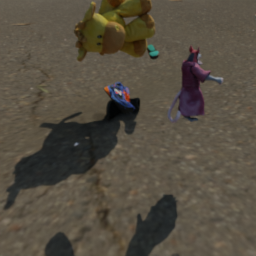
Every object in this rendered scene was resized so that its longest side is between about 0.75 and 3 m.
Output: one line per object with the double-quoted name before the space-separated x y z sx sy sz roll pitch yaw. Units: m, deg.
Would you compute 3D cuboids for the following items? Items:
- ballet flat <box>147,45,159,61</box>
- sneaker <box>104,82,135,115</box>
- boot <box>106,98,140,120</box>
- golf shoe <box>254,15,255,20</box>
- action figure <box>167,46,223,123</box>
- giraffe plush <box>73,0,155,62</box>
"ballet flat" 0.976 -2.804 10.685 0.385 0.388 1.133 -14 37 5
"sneaker" -0.158 -0.756 6.573 0.477 0.458 1.216 -39 45 1
"boot" -0.165 -0.741 10.299 1.105 0.556 1.478 7 34 11
"golf shoe" 2.985 -2.288 5.478 0.432 0.379 0.981 -35 20 -23
"action figure" 1.539 -1.156 7.127 1.354 1.818 1.218 -10 20 -12
"giraffe plush" -0.733 -3.368 9.591 2.950 2.545 2.392 -1 26 20
